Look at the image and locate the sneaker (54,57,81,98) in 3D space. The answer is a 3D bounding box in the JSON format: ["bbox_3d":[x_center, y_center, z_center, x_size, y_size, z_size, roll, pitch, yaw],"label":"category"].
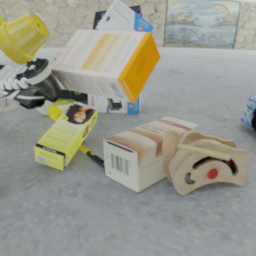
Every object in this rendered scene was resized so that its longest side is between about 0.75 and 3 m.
[{"bbox_3d":[-2.138,-1.977,10.769,0.915,2.426,0.927,-37,77,-12],"label":"sneaker"}]

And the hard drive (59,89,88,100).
[{"bbox_3d":[-2.963,-1.772,14.740,2.081,0.490,2.982,2,6,6],"label":"hard drive"}]

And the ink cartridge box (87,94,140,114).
[{"bbox_3d":[-0.675,-1.710,13.680,2.528,1.828,1.065,2,21,5],"label":"ink cartridge box"}]

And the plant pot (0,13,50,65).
[{"bbox_3d":[-3.903,-3.478,10.637,1.527,1.623,1.623,-30,15,17],"label":"plant pot"}]

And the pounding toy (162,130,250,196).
[{"bbox_3d":[1.978,1.103,7.188,2.790,1.595,1.601,13,17,-20],"label":"pounding toy"}]

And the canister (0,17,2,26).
[{"bbox_3d":[-4.419,-2.458,7.641,1.333,0.777,1.794,-21,36,44],"label":"canister"}]

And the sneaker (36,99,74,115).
[{"bbox_3d":[-3.591,-1.035,13.714,1.952,0.739,1.025,-6,9,-33],"label":"sneaker"}]

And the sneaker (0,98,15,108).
[{"bbox_3d":[-4.680,-1.194,10.090,2.377,0.893,1.366,-10,14,18],"label":"sneaker"}]

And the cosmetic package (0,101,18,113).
[{"bbox_3d":[-6.500,-1.279,14.288,1.656,0.605,0.857,17,27,35],"label":"cosmetic package"}]

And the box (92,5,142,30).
[{"bbox_3d":[-0.328,-3.676,10.183,1.697,0.900,1.037,-4,54,10],"label":"box"}]

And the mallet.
[{"bbox_3d":[-1.468,0.823,9.179,0.845,0.528,2.564,-13,28,-30],"label":"mallet"}]

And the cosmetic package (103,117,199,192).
[{"bbox_3d":[0.772,0.650,8.444,2.802,1.222,1.448,-19,25,-42],"label":"cosmetic package"}]

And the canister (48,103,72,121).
[{"bbox_3d":[-2.852,-0.768,13.007,1.371,0.593,1.018,-14,25,-36],"label":"canister"}]

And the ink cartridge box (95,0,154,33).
[{"bbox_3d":[-0.386,-2.615,8.601,1.431,1.972,0.826,34,0,-12],"label":"ink cartridge box"}]

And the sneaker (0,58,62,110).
[{"bbox_3d":[-2.703,-0.943,6.968,2.687,1.216,0.893,0,49,32],"label":"sneaker"}]

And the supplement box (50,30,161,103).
[{"bbox_3d":[-0.570,-1.531,6.685,2.254,0.829,1.421,15,65,33],"label":"supplement box"}]

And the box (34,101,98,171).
[{"bbox_3d":[-1.975,0.153,9.350,1.017,0.677,2.702,17,40,7],"label":"box"}]

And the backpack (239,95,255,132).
[{"bbox_3d":[5.923,-0.644,10.813,2.689,1.982,2.946,-3,20,-7],"label":"backpack"}]
